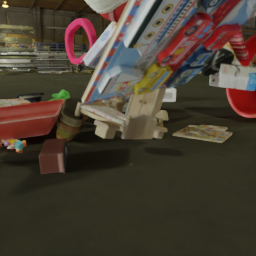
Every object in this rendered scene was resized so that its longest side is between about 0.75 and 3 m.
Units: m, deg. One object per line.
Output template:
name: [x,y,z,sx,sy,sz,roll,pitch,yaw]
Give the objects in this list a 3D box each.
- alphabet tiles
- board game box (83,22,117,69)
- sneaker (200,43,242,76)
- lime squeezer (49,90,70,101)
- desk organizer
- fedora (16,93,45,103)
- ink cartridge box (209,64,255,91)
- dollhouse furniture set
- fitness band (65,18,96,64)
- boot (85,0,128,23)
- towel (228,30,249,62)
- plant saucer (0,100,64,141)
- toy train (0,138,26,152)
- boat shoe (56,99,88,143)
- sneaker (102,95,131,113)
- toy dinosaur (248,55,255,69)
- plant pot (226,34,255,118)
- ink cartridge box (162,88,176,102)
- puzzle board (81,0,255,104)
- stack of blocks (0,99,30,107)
alphabet tiles: [2.121,0.110,7.621,1.293,0.058,1.546,8,16,32]
board game box: [-0.229,-2.099,7.516,1.463,1.466,0.302,7,46,-53]
sneaker: [2.511,-2.188,8.180,0.983,1.136,2.516,-26,-13,27]
lime squeezer: [-3.369,-1.484,13.789,1.045,0.558,2.958,-32,17,0]
desk organizer: [-1.389,0.503,5.292,0.402,0.374,1.044,-4,14,-8]
fedora: [-4.127,-1.174,11.923,1.214,0.554,1.214,-5,10,1]
ink cartridge box: [1.835,-0.898,4.912,0.750,0.250,0.435,9,38,10]
dollhouse furniture set: [-0.332,-0.805,6.911,2.461,1.409,2.885,23,12,33]
fitness band: [-1.767,-3.150,10.299,0.381,1.463,2.036,-15,7,-33]
boot: [0.848,-1.965,3.720,2.415,0.874,1.742,-20,-22,31]
towel: [3.187,-3.220,8.866,0.251,2.234,1.616,-22,17,5]
plant saucer: [-3.115,-0.168,7.342,2.801,0.514,2.796,-9,14,-7]
toy train: [-2.580,0.420,5.970,0.869,0.242,0.653,4,15,29]
boat shoe: [-1.510,-0.238,7.398,0.753,0.711,2.092,25,15,-4]
sneaker: [-0.569,-1.044,10.284,0.960,1.067,2.472,5,14,21]
toy dinosaur: [3.185,-1.746,6.329,0.653,1.279,0.868,11,39,7]
plant pot: [5.368,-1.653,9.814,2.546,2.878,2.878,6,10,-22]
ink cartridge box: [0.986,-1.871,14.686,2.375,0.739,2.952,-1,15,-6]
puzzle board: [0.731,-1.189,3.754,2.187,0.252,2.902,-17,-16,-30]
stack of blocks: [-4.358,-0.546,9.217,2.010,0.589,1.157,-8,16,-32]
